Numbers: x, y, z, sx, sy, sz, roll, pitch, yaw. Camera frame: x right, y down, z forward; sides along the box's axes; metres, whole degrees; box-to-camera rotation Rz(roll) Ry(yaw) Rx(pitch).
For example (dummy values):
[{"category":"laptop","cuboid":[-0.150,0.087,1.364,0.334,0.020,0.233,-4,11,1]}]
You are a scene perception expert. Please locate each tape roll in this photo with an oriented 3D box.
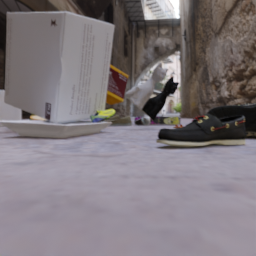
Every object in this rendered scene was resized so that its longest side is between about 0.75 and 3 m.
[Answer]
[{"category":"tape roll","cuboid":[-6.246,-0.891,13.138,2.324,1.596,2.324,0,2,0]}]

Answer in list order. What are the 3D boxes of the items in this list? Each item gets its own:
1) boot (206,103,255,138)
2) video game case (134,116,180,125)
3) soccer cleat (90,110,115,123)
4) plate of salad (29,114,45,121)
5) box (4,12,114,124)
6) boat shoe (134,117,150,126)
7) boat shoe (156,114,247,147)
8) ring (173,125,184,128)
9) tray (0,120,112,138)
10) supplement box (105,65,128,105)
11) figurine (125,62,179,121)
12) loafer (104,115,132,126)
[{"category":"boot","cuboid":[2.667,-0.156,6.033,2.018,0.728,1.524,1,0,13]},{"category":"video game case","cuboid":[1.545,-0.398,15.033,2.297,0.454,2.534,0,2,4]},{"category":"soccer cleat","cuboid":[-0.686,-0.368,7.656,0.291,0.377,0.900,-36,0,42]},{"category":"plate of salad","cuboid":[-4.064,-0.495,14.664,2.898,0.696,2.898,-1,2,0]},{"category":"box","cuboid":[-2.063,-1.771,8.047,2.715,2.701,1.774,18,17,37]},{"category":"boat shoe","cuboid":[0.680,-0.285,13.269,0.369,0.424,1.150,-8,1,-25]},{"category":"boat shoe","cuboid":[1.111,0.037,4.201,1.581,0.495,0.578,-3,4,-25]},{"category":"ring","cuboid":[2.456,-0.060,10.838,1.403,0.135,1.403,-1,2,0]},{"category":"tray","cuboid":[-1.542,-0.009,6.855,1.559,0.322,2.904,2,3,14]},{"category":"supplement box","cuboid":[-0.983,-2.226,14.396,1.519,1.540,1.023,24,-21,-39]},{"category":"figurine","cuboid":[0.913,-1.261,9.493,0.720,1.633,1.673,47,7,34]},{"category":"loafer","cuboid":[-0.575,-0.346,12.857,1.527,0.532,0.574,0,2,-10]}]
